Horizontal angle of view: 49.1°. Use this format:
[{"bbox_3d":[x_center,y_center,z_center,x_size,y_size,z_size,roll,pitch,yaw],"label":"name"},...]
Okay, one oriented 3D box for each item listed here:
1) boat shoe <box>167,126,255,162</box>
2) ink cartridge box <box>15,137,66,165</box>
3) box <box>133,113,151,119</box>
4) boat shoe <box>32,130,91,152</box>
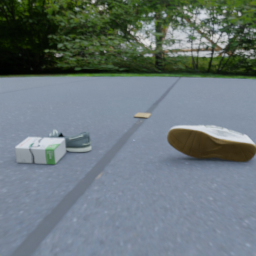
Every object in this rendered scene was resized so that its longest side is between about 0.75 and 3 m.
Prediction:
[{"bbox_3d":[2.645,0.392,9.156,2.827,1.001,0.980,12,32,-1],"label":"boat shoe"},{"bbox_3d":[-2.836,0.732,9.126,1.321,0.557,0.965,2,19,7],"label":"ink cartridge box"},{"bbox_3d":[0.798,-0.668,15.409,0.779,0.101,0.953,4,15,16],"label":"box"},{"bbox_3d":[-2.457,0.404,10.046,2.309,0.713,0.841,3,12,6],"label":"boat shoe"}]
